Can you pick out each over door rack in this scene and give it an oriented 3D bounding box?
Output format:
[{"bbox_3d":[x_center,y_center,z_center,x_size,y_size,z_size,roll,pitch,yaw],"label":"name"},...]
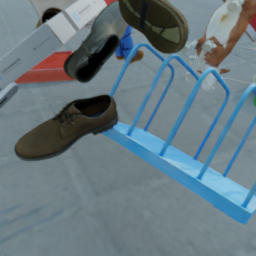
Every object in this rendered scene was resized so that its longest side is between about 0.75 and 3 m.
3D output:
[{"bbox_3d":[2.707,-1.734,7.780,2.063,0.687,1.524,6,56,17],"label":"over door rack"}]

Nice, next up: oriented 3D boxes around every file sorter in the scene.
[{"bbox_3d":[1.170,-0.049,4.698,2.747,1.685,1.906,30,7,30],"label":"file sorter"}]

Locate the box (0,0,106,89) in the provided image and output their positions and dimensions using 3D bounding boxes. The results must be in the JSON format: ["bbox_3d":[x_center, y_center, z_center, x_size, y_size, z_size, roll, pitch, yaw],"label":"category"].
[{"bbox_3d":[-1.696,-2.029,6.191,1.961,0.518,2.515,-22,27,32],"label":"box"}]

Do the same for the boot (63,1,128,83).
[{"bbox_3d":[-0.532,-2.093,6.843,2.505,0.848,1.636,-54,27,-5],"label":"boot"}]

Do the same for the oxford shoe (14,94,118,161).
[{"bbox_3d":[-0.863,-0.078,3.849,1.538,0.649,0.559,-29,63,-17],"label":"oxford shoe"}]

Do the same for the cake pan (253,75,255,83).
[{"bbox_3d":[5.777,-1.528,10.575,2.079,0.381,2.079,0,35,0],"label":"cake pan"}]

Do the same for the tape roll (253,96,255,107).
[{"bbox_3d":[3.206,-0.845,6.013,0.270,1.123,1.123,36,39,-4],"label":"tape roll"}]

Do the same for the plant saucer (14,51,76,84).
[{"bbox_3d":[-3.477,-2.780,12.324,2.645,0.486,2.650,-5,35,-7],"label":"plant saucer"}]

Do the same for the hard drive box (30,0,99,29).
[{"bbox_3d":[-2.159,-4.550,9.383,2.116,2.714,1.042,1,76,2],"label":"hard drive box"}]

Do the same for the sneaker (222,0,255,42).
[{"bbox_3d":[3.124,-3.239,7.113,1.074,1.909,0.680,-35,24,28],"label":"sneaker"}]

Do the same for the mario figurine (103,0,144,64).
[{"bbox_3d":[-0.050,-3.486,8.883,1.650,2.674,1.417,2,45,20],"label":"mario figurine"}]

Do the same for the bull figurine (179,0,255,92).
[{"bbox_3d":[1.805,-1.827,5.515,0.750,2.302,1.397,37,27,28],"label":"bull figurine"}]

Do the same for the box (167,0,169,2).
[{"bbox_3d":[1.083,-4.319,9.589,0.423,1.690,0.636,-12,73,-4],"label":"box"}]

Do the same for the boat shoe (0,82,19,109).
[{"bbox_3d":[-3.156,-0.657,6.398,0.475,0.513,1.389,33,62,3],"label":"boat shoe"}]

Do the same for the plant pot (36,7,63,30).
[{"bbox_3d":[-2.354,-3.108,8.570,0.908,0.908,0.898,-23,17,-30],"label":"plant pot"}]

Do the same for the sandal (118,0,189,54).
[{"bbox_3d":[0.398,-1.991,4.532,0.587,0.879,2.152,-17,52,-25],"label":"sandal"}]
